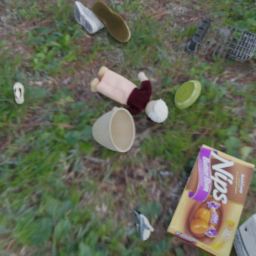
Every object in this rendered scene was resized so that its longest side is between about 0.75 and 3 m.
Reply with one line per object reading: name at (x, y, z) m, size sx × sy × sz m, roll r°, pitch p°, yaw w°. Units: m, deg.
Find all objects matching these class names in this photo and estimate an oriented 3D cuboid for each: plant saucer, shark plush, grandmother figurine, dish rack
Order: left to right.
grandmother figurine at (0.154, -1.186, 10.251) m, size 2.978 × 0.902 × 1.806 m, roll 33°, pitch 97°, yaw 15°
shark plush at (0.359, 2.740, 8.074) m, size 0.380 × 0.415 × 0.912 m, roll -36°, pitch 66°, yaw 6°
plant saucer at (2.103, -1.254, 10.166) m, size 0.184 × 1.182 × 1.182 m, roll 32°, pitch 53°, yaw -29°
dish rack at (4.040, -3.661, 11.917) m, size 2.607 × 0.711 × 2.000 m, roll 25°, pitch 62°, yaw 13°

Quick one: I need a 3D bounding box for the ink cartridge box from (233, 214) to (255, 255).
ink cartridge box at (3.384, 3.066, 6.821) m, size 0.864 × 2.081 × 1.525 m, roll -9°, pitch 57°, yaw -1°

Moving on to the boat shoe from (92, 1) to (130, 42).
boat shoe at (-0.638, -4.713, 12.469) m, size 0.850 × 0.753 × 2.323 m, roll -41°, pitch 80°, yaw 20°

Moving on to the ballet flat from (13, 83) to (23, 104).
ballet flat at (-4.171, -1.396, 10.667) m, size 0.359 × 0.332 × 1.064 m, roll -17°, pitch 59°, yaw -11°

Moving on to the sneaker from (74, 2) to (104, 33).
sneaker at (-1.842, -5.066, 12.878) m, size 0.799 × 0.728 × 1.949 m, roll -23°, pitch 67°, yaw -30°

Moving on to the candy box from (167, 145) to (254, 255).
candy box at (2.454, 2.066, 8.207) m, size 1.653 × 0.800 × 2.832 m, roll 23°, pitch 62°, yaw 15°

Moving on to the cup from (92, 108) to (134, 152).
cup at (-0.579, 0.099, 9.252) m, size 1.007 × 1.408 × 1.408 m, roll -4°, pitch 53°, yaw 32°
